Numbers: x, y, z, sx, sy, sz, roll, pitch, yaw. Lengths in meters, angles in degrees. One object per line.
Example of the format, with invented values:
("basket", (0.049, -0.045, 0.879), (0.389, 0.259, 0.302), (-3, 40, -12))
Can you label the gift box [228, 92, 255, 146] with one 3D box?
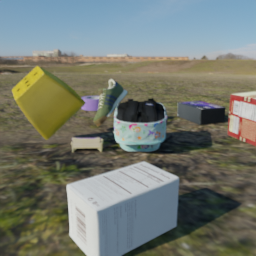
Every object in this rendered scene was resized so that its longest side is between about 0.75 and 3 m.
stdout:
("gift box", (5.111, -0.542, 10.683), (2.006, 1.982, 2.148), (-7, 22, -19))

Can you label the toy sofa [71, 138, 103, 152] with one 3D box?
("toy sofa", (-1.387, 0.520, 9.505), (1.053, 0.514, 0.436), (-1, 15, -1))

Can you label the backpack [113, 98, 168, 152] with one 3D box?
("backpack", (0.408, -0.059, 9.526), (1.872, 1.588, 2.109), (1, 17, 2))

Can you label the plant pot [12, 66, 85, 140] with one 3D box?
("plant pot", (-2.786, -1.000, 9.324), (1.777, 1.567, 1.777), (-44, 35, -3))

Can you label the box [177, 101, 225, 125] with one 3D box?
("box", (3.579, -0.781, 13.937), (1.434, 0.801, 2.032), (-9, 17, -21))

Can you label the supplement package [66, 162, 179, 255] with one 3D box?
("supplement package", (-0.066, 1.416, 5.035), (1.775, 1.037, 1.041), (-11, 18, -36))

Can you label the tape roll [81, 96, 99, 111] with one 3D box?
("tape roll", (-2.020, -1.492, 16.830), (1.574, 0.669, 1.574), (0, 14, 0))

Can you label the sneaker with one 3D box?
("sneaker", (-1.010, -1.195, 12.228), (0.789, 1.057, 2.354), (-20, 28, 51))
